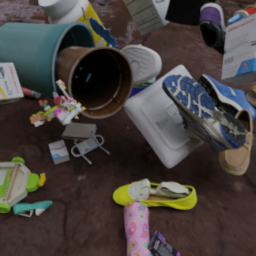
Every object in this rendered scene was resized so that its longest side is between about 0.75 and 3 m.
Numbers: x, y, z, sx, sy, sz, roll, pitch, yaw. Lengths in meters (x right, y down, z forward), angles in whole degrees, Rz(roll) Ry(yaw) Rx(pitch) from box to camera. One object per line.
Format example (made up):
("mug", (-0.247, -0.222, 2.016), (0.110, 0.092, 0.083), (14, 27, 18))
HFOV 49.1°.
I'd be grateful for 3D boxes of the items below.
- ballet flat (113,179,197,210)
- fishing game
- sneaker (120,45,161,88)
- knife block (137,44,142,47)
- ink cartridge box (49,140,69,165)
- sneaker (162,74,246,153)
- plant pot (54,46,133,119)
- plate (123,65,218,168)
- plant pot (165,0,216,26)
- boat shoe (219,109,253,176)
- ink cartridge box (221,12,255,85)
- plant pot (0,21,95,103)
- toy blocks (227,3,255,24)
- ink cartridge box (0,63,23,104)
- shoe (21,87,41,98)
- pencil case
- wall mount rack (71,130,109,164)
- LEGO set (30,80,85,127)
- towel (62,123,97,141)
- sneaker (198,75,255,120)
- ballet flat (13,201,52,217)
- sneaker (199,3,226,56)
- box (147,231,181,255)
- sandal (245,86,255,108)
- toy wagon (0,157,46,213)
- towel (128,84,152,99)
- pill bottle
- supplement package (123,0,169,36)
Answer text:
("ballet flat", (0.766, 1.855, 8.089), (2.430, 0.814, 0.812), (4, 44, 5))
("fishing game", (-0.701, -2.856, 8.338), (1.668, 1.195, 0.259), (43, 88, 2))
("sneaker", (0.416, -1.734, 8.303), (1.640, 1.023, 2.780), (-2, 4, -34))
("knife block", (0.538, -2.578, 10.340), (0.294, 0.918, 0.806), (-19, 22, -3))
("ink cartridge box", (-2.392, 0.762, 9.589), (0.527, 0.308, 0.909), (-17, 46, -17))
("sneaker", (1.651, -0.214, 6.900), (2.505, 1.067, 0.965), (42, 49, -8))
("plant pot", (-1.075, -1.337, 7.272), (1.751, 1.751, 1.734), (-27, 35, -25))
("plate", (1.332, -0.394, 7.710), (2.230, 0.360, 2.225), (-35, 84, -11))
("plant pot", (2.179, -4.154, 9.370), (1.152, 1.299, 1.296), (35, 49, 21))
("boat shoe", (3.194, 0.349, 8.215), (0.830, 0.752, 2.330), (11, 45, 16))
("ink cartridge box", (2.879, -1.865, 6.775), (0.609, 1.039, 1.419), (11, 84, -23))
("plant pot", (-2.544, -2.012, 8.256), (2.357, 2.407, 2.407), (13, 45, 15))
("toy blocks", (3.812, -3.915, 8.814), (1.774, 1.479, 0.644), (-32, 44, -25))
("ink cartridge box", (-3.221, -1.003, 6.538), (0.540, 0.897, 1.234), (-15, 2, 37))
("shoe", (-4.035, -2.107, 12.270), (0.909, 0.714, 1.999), (12, 49, 6))
("pencil case", (0.260, 2.728, 7.265), (0.719, 0.719, 1.644), (-2, 42, -2))
("wall mount rack", (-1.274, 0.684, 9.586), (1.247, 0.465, 1.083), (-28, 75, -25))
("LEGO set", (-1.455, -0.486, 5.476), (0.790, 0.639, 1.718), (-45, 26, -28))
("towel", (-1.779, 0.130, 10.335), (1.158, 0.200, 0.767), (6, 43, 6))
("sneaker", (3.851, -1.131, 11.156), (1.280, 1.128, 2.872), (-17, 53, -29))
("ballet flat", (-2.705, 2.328, 7.989), (1.096, 0.369, 0.386), (-5, 68, -5))
("sneaker", (2.804, -2.864, 9.098), (0.835, 2.205, 0.966), (2, 66, 40))
("box", (0.898, 3.046, 6.883), (0.877, 0.158, 0.627), (46, 25, 5))
("sandal", (5.554, -1.524, 11.781), (0.826, 0.555, 2.057), (30, 51, 28))
("toy wagon", (-3.668, 1.716, 8.495), (2.336, 0.462, 1.813), (-1, 44, -2))
("towel", (-0.024, -1.789, 12.172), (1.989, 0.493, 1.469), (-21, 54, -20))
("pill bottle", (-1.950, -3.961, 10.718), (1.654, 2.894, 1.654), (-13, 56, 20))
("supplement package", (0.789, -5.079, 11.034), (1.315, 2.243, 1.311), (-5, 35, 49))
